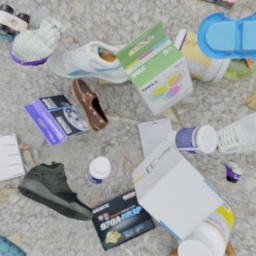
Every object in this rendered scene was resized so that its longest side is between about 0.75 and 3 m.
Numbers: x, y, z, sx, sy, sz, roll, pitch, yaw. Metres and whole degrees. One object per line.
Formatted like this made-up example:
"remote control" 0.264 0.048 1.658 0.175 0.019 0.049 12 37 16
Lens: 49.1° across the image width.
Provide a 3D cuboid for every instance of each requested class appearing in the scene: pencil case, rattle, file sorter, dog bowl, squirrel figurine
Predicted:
"pencil case" -2.926 3.002 6.834 0.885 0.377 0.409 43 104 -12
"rattle" 4.346 -3.408 10.968 1.317 1.445 2.022 -35 77 -22
"file sorter" -4.721 1.114 10.331 1.134 1.017 1.634 -15 86 5
"dog bowl" 3.102 -2.580 8.033 2.333 0.578 1.300 0 94 5
"squirrel figurine" 2.281 4.050 9.991 2.258 1.712 2.419 -31 69 6

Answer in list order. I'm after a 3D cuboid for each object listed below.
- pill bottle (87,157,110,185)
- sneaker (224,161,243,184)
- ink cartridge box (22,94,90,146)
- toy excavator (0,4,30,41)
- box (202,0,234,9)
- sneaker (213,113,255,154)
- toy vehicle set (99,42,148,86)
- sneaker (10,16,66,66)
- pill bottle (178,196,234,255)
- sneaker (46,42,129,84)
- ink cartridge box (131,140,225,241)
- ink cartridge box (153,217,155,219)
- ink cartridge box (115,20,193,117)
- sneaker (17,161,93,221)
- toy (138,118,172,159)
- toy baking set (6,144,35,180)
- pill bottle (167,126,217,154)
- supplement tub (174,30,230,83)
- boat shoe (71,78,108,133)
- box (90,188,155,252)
"pill bottle" -0.750 1.100 7.234 0.542 0.976 0.542 6 63 -11
"sneaker" 3.362 1.480 9.205 0.405 1.165 0.579 16 102 4
"ink cartridge box" -2.303 -0.331 9.202 1.667 1.682 0.365 50 123 10
"toy excavator" -5.301 -4.128 11.251 2.072 2.131 1.065 17 79 -42
"box" 3.607 -5.811 11.802 1.873 0.325 1.031 18 82 2
"sneaker" 3.116 0.300 8.014 1.124 2.792 1.067 -10 76 -4
"toy vehicle set" -0.081 -2.603 11.358 2.394 0.317 1.488 -8 82 -1
"sneaker" -2.655 -2.207 8.127 0.902 2.594 1.290 36 125 -14
"pill bottle" 2.265 2.982 8.180 1.298 2.376 1.298 9 109 27
"sneaker" -1.364 -2.341 9.477 2.909 1.175 1.113 6 55 5
"ink cartridge box" 1.152 1.511 7.363 1.499 2.036 1.473 44 94 -9
"ink cartridge box" 1.383 3.111 10.634 0.827 0.236 0.672 1 82 4
"ink cartridge box" 0.882 -1.503 8.046 1.500 2.888 0.857 -35 64 4
"sneaker" -2.017 1.902 8.756 2.429 0.929 1.392 31 48 -8
"toy" 1.176 0.806 10.798 1.245 0.510 2.162 -11 85 -5
"toy baking set" -4.262 1.312 10.888 1.849 0.215 1.419 -2 88 6
"pill bottle" 1.801 0.366 8.089 0.780 1.348 0.780 4 83 -36
"supplement tub" 2.698 -2.707 10.763 2.097 1.525 1.525 22 83 3
"boat shoe" -1.127 -0.785 8.581 0.640 0.641 1.821 -34 79 39
"box" -0.239 3.376 10.446 2.060 0.474 1.637 -24 83 -3
